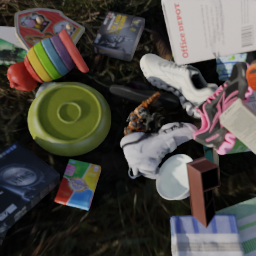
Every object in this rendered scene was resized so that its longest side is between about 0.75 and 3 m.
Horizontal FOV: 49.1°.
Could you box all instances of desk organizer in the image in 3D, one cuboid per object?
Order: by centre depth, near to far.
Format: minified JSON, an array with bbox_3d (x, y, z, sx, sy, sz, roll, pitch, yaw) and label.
[{"bbox_3d":[1.863,1.566,6.780,0.557,0.598,1.553,-15,108,-15],"label":"desk organizer"}]

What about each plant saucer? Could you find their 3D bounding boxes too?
[{"bbox_3d":[-1.798,-0.411,8.689,2.575,0.400,2.575,3,67,-8],"label":"plant saucer"}]

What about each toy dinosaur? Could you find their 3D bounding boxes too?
[{"bbox_3d":[0.465,-0.324,8.419,0.813,1.592,1.080,-4,30,-44],"label":"toy dinosaur"}]

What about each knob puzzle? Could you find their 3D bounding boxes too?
[{"bbox_3d":[-3.005,-3.604,10.170,2.571,0.357,2.571,8,65,-16],"label":"knob puzzle"}]

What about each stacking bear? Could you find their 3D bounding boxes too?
[{"bbox_3d":[-2.770,-2.057,9.196,2.420,1.376,1.469,-30,50,-1],"label":"stacking bear"}]

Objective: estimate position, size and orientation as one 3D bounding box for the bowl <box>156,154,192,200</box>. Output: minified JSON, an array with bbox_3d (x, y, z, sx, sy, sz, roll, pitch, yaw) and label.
[{"bbox_3d":[1.449,1.421,7.670,0.585,1.301,1.301,33,57,-33],"label":"bowl"}]

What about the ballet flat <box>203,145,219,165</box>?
[{"bbox_3d":[2.506,0.684,8.352,0.474,0.474,1.364,7,64,4],"label":"ballet flat"}]

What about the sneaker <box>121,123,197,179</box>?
[{"bbox_3d":[0.949,0.684,7.930,2.243,0.843,1.289,-13,60,7],"label":"sneaker"}]

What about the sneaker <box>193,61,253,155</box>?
[{"bbox_3d":[2.436,-0.614,7.410,1.198,0.992,2.511,17,92,3],"label":"sneaker"}]

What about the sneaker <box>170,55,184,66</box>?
[{"bbox_3d":[1.780,-2.633,9.992,0.500,0.568,1.343,4,62,3],"label":"sneaker"}]

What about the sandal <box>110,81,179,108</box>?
[{"bbox_3d":[0.538,-1.126,9.050,2.238,0.841,0.536,11,71,-1],"label":"sandal"}]

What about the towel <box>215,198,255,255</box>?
[{"bbox_3d":[3.584,3.055,7.110,1.925,0.295,2.523,-18,63,-7],"label":"towel"}]

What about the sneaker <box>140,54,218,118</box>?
[{"bbox_3d":[1.643,-1.649,9.056,2.967,1.202,1.115,41,59,20],"label":"sneaker"}]

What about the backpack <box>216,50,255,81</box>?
[{"bbox_3d":[3.613,-2.048,8.959,1.390,1.310,1.703,-19,29,-30],"label":"backpack"}]

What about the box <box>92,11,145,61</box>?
[{"bbox_3d":[-0.337,-3.468,10.497,1.485,0.453,1.874,16,64,9],"label":"box"}]

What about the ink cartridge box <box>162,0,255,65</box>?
[{"bbox_3d":[2.566,-3.167,7.697,2.922,2.140,1.209,-8,44,17],"label":"ink cartridge box"}]

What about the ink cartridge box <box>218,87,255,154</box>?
[{"bbox_3d":[4.071,-0.364,8.496,2.536,1.065,1.845,-6,62,-3],"label":"ink cartridge box"}]

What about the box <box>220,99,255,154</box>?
[{"bbox_3d":[2.961,0.052,6.675,1.449,0.688,0.563,42,25,-2],"label":"box"}]

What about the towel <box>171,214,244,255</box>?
[{"bbox_3d":[1.970,3.329,6.768,1.790,0.290,2.437,-2,60,3],"label":"towel"}]

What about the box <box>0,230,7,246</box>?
[{"bbox_3d":[-3.846,2.457,7.380,1.357,0.419,1.700,13,63,9],"label":"box"}]

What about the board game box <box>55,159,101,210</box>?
[{"bbox_3d":[-1.389,1.584,7.911,0.956,0.252,1.249,11,61,6],"label":"board game box"}]

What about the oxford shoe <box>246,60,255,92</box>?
[{"bbox_3d":[3.485,-1.267,6.632,0.835,2.345,0.851,-3,78,46],"label":"oxford shoe"}]

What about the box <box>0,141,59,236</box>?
[{"bbox_3d":[-3.192,1.530,7.372,1.729,0.470,2.158,34,49,17],"label":"box"}]

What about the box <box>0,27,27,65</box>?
[{"bbox_3d":[-4.085,-3.010,10.289,2.164,0.393,1.562,3,62,1],"label":"box"}]

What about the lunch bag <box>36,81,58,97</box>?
[{"bbox_3d":[-2.659,-1.180,9.311,0.655,0.315,0.817,10,52,9],"label":"lunch bag"}]
